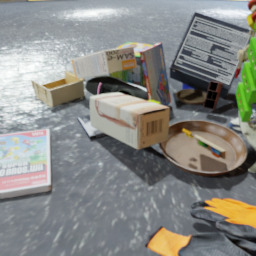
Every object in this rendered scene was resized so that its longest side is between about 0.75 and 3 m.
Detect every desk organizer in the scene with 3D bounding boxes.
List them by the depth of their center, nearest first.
[{"bbox_3d":[3.223,-1.233,10.680,0.379,1.058,0.407,22,16,34],"label":"desk organizer"}]

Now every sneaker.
[{"bbox_3d":[4.376,-0.360,10.110,1.636,0.697,0.630,-10,33,-14],"label":"sneaker"},{"bbox_3d":[-0.664,-1.437,11.281,2.969,1.050,1.472,16,19,18],"label":"sneaker"}]

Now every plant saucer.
[{"bbox_3d":[2.244,0.629,8.664,2.614,0.450,2.614,0,35,0],"label":"plant saucer"},{"bbox_3d":[2.773,-1.344,12.164,1.407,0.207,1.407,0,31,0],"label":"plant saucer"}]

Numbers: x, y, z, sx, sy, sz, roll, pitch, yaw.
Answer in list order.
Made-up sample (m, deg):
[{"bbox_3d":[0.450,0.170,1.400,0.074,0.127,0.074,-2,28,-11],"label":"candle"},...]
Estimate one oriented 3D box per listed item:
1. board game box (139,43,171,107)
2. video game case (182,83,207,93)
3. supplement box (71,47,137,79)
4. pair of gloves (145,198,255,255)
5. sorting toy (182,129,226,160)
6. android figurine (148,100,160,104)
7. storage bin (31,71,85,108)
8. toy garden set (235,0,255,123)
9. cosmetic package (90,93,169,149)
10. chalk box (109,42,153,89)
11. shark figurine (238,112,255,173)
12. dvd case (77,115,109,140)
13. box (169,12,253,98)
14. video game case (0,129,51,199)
[{"bbox_3d":[1.087,-1.878,10.762,0.238,2.449,1.261,9,32,40],"label":"board game box"},{"bbox_3d":[3.608,-2.210,13.367,1.945,0.442,1.763,7,32,11],"label":"video game case"},{"bbox_3d":[-1.018,-2.628,11.419,1.508,0.880,2.393,-22,16,-39],"label":"supplement box"},{"bbox_3d":[2.105,2.080,5.402,2.663,0.370,2.989,8,12,36],"label":"pair of gloves"},{"bbox_3d":[2.177,0.492,8.081,1.337,0.996,0.179,31,85,27],"label":"sorting toy"},{"bbox_3d":[0.647,-0.573,10.040,1.276,1.161,0.262,-25,57,20],"label":"android figurine"},{"bbox_3d":[-3.057,-1.784,12.317,1.735,0.813,1.722,-26,41,-35],"label":"storage bin"},{"bbox_3d":[3.502,-1.892,7.654,0.545,2.732,2.277,2,49,7],"label":"toy garden set"},{"bbox_3d":[-0.033,-0.327,8.876,1.307,1.103,2.528,-15,24,-37],"label":"cosmetic package"},{"bbox_3d":[0.143,-2.823,13.167,1.687,1.695,2.725,13,32,21],"label":"chalk box"},{"bbox_3d":[4.092,0.212,8.600,1.285,1.839,3.078,25,30,-52],"label":"shark figurine"},{"bbox_3d":[-1.100,-0.117,10.202,1.124,0.185,1.495,-13,34,-21],"label":"dvd case"},{"bbox_3d":[3.416,-3.000,11.855,2.607,2.586,1.606,24,-4,12],"label":"box"},{"bbox_3d":[-3.369,0.979,8.353,2.055,0.251,2.874,-7,32,-12],"label":"video game case"}]
